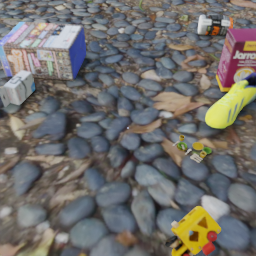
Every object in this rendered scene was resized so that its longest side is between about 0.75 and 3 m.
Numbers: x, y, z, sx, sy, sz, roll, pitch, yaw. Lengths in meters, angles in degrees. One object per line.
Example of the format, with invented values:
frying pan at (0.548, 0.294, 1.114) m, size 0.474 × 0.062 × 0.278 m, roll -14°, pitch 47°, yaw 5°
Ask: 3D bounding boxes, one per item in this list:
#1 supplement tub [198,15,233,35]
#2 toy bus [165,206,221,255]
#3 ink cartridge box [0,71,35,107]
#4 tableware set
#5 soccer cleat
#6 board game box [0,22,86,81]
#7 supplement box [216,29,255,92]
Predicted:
supplement tub at (4.218, -4.992, 13.616) m, size 1.499 × 0.918 × 0.918 m, roll 4°, pitch 43°, yaw 5°
toy bus at (1.149, 2.126, 5.525) m, size 0.671 × 1.225 × 1.298 m, roll 51°, pitch 34°, yaw 10°
ink cartridge box at (-3.855, -1.341, 9.831) m, size 0.440 × 0.753 × 1.298 m, roll 14°, pitch 46°, yaw 14°
tableware set at (1.890, 0.551, 8.245) m, size 0.686 × 0.156 × 1.019 m, roll -33°, pitch 52°, yaw -31°
soccer cleat at (3.423, -0.954, 9.112) m, size 0.897 × 1.161 × 2.775 m, roll 34°, pitch 53°, yaw 31°
board game box at (-3.338, -3.137, 11.308) m, size 2.778 × 1.345 × 2.215 m, roll 5°, pitch 43°, yaw 6°
supplement box at (4.089, -2.384, 10.018) m, size 1.325 × 2.025 × 1.045 m, roll 0°, pitch 43°, yaw 2°
